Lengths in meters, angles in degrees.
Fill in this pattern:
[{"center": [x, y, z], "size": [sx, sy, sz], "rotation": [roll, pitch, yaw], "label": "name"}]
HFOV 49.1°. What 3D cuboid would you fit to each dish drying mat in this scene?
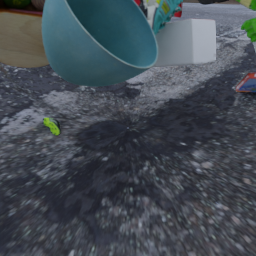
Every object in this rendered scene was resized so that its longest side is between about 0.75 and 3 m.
[{"center": [0.614, -4.325, 9.396], "size": [2.493, 0.958, 0.227], "rotation": [18, 54, 25], "label": "dish drying mat"}]

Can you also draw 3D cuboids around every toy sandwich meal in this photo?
[{"center": [-2.674, -2.804, 7.100], "size": [2.790, 2.790, 0.955], "rotation": [-13, 54, -22], "label": "toy sandwich meal"}]

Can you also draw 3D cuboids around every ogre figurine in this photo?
[{"center": [1.952, -2.208, 4.087], "size": [1.092, 0.894, 1.822], "rotation": [-12, 66, -28], "label": "ogre figurine"}]

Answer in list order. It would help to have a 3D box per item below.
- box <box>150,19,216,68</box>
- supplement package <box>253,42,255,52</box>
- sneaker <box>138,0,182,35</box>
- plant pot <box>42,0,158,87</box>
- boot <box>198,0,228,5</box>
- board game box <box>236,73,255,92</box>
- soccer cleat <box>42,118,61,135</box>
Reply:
[{"center": [1.182, -2.423, 8.262], "size": [2.350, 1.145, 1.462], "rotation": [6, 19, 39], "label": "box"}, {"center": [3.508, -1.719, 5.739], "size": [1.500, 0.853, 0.822], "rotation": [-20, 12, 18], "label": "supplement package"}, {"center": [0.823, -2.948, 6.939], "size": [1.035, 2.598, 1.007], "rotation": [2, 33, -17], "label": "sneaker"}, {"center": [-0.701, -1.591, 5.113], "size": [1.437, 2.133, 2.133], "rotation": [-33, 9, 36], "label": "plant pot"}, {"center": [0.946, -2.505, 4.759], "size": [1.128, 0.598, 1.714], "rotation": [22, 11, -39], "label": "boot"}, {"center": [5.422, -1.624, 10.162], "size": [2.540, 0.247, 1.307], "rotation": [1, -14, 2], "label": "board game box"}, {"center": [-2.146, -0.074, 8.181], "size": [0.397, 0.331, 0.979], "rotation": [-5, 27, -39], "label": "soccer cleat"}]
